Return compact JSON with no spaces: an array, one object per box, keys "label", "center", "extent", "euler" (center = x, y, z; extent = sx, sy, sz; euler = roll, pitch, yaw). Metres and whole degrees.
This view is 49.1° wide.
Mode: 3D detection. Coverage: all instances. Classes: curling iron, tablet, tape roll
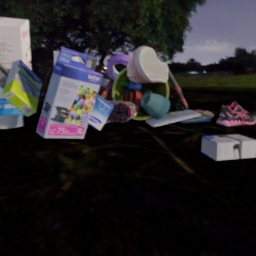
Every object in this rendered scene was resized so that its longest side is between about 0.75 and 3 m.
[{"label":"curling iron","center":[2.031,-1.682,12.195],"extent":[0.560,2.258,0.289],"euler":[-3,36,43]},{"label":"tablet","center":[1.782,-0.410,11.393],"extent":[2.001,0.137,1.302],"euler":[-14,13,-7]},{"label":"tape roll","center":[-4.780,-0.517,10.883],"extent":[1.324,0.909,1.324],"euler":[1,12,0]},{"label":"tape roll","center":[-0.284,-2.752,13.170],"extent":[1.401,1.401,0.460],"euler":[3,48,16]}]

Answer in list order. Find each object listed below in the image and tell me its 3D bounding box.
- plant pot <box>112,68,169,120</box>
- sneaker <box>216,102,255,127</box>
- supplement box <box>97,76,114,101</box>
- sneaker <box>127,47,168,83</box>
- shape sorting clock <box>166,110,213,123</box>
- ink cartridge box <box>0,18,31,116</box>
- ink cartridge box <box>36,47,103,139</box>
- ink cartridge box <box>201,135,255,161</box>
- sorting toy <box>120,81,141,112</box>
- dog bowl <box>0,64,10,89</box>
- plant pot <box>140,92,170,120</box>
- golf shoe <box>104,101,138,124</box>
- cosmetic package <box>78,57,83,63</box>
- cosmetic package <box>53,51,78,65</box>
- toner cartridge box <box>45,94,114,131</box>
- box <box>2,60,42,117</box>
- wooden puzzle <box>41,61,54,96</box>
[{"label":"plant pot","center":[0.607,-1.450,12.998],"extent":[2.422,2.422,2.300],"euler":[1,-4,5]},{"label":"sneaker","center":[4.418,-0.578,11.222],"extent":[1.952,0.931,0.771],"euler":[-4,10,-28]},{"label":"supplement box","center":[-1.139,-1.430,12.306],"extent":[0.632,1.475,0.814],"euler":[22,-14,31]},{"label":"sneaker","center":[0.421,-2.278,10.657],"extent":[1.543,1.111,2.952],"euler":[7,2,23]},{"label":"shape sorting clock","center":[2.666,-0.565,12.450],"extent":[2.158,0.423,2.158],"euler":[0,10,0]},{"label":"ink cartridge box","center":[-4.008,-2.118,9.532],"extent":[1.220,2.895,2.113],"euler":[0,27,-13]},{"label":"ink cartridge box","center":[-1.480,-0.831,7.452],"extent":[0.484,2.306,1.376],"euler":[25,13,36]},{"label":"ink cartridge box","center":[2.476,0.469,6.935],"extent":[1.070,0.451,0.774],"euler":[-3,11,-13]},{"label":"sorting toy","center":[0.015,-1.417,12.417],"extent":[0.894,1.309,2.179],"euler":[9,17,-8]},{"label":"dog bowl","center":[-3.535,-1.466,7.699],"extent":[1.214,0.356,1.214],"euler":[44,1,-1]},{"label":"plant pot","center":[0.994,-0.935,11.052],"extent":[0.897,0.955,0.955],"euler":[27,-5,-32]},{"label":"golf shoe","center":[-0.833,-0.633,11.370],"extent":[2.539,0.922,1.169],"euler":[3,13,22]},{"label":"cosmetic package","center":[-2.119,-1.983,13.358],"extent":[0.987,2.777,1.461],"euler":[-29,9,9]},{"label":"cosmetic package","center":[-2.632,-1.817,12.054],"extent":[0.719,2.840,1.172],"euler":[3,13,8]},{"label":"toner cartridge box","center":[-1.605,-0.895,9.530],"extent":[2.153,1.022,0.465],"euler":[35,-10,-29]},{"label":"box","center":[-2.776,-1.125,7.478],"extent":[0.356,0.912,1.495],"euler":[-24,45,17]},{"label":"wooden puzzle","center":[-3.592,-2.226,12.537],"extent":[0.124,1.766,1.047],"euler":[22,9,-12]}]
